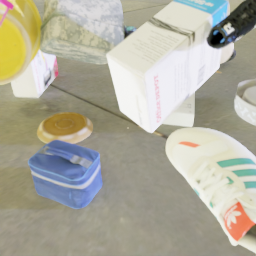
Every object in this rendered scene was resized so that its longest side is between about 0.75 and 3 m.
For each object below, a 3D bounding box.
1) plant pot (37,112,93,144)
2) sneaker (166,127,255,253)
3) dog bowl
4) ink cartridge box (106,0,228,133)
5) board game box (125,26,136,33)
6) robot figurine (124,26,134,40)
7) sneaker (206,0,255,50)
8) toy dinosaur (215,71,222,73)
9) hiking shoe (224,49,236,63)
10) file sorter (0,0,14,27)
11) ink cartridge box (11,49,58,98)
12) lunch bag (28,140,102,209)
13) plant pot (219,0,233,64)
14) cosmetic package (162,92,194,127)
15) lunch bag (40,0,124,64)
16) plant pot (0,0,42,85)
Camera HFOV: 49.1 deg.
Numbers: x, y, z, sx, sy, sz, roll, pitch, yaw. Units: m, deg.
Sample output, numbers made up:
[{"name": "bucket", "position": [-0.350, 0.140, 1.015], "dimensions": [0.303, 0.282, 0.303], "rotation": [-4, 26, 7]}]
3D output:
[{"name": "plant pot", "position": [-1.988, -0.058, 8.828], "dimensions": [1.727, 0.237, 1.727], "rotation": [-1, 34, 0]}, {"name": "sneaker", "position": [1.343, 0.809, 3.546], "dimensions": [2.379, 0.837, 1.112], "rotation": [41, 26, 23]}, {"name": "dog bowl", "position": [4.851, -0.816, 9.501], "dimensions": [2.522, 0.739, 2.522], "rotation": [0, 34, 0]}, {"name": "ink cartridge box", "position": [0.895, -1.417, 6.046], "dimensions": [2.533, 1.849, 1.068], "rotation": [-42, 60, -19]}, {"name": "board game box", "position": [-0.911, -5.820, 17.291], "dimensions": [1.910, 0.398, 2.823], "rotation": [14, 36, 20]}, {"name": "robot figurine", "position": [-0.899, -4.426, 14.125], "dimensions": [1.673, 2.014, 2.681], "rotation": [35, 32, -12]}, {"name": "sneaker", "position": [1.951, -1.819, 4.741], "dimensions": [0.836, 1.495, 0.546], "rotation": [-36, 86, -33]}, {"name": "toy dinosaur", "position": [1.951, -1.578, 8.085], "dimensions": [1.266, 0.672, 0.382], "rotation": [-25, -5, 17]}, {"name": "hiking shoe", "position": [3.813, -3.104, 12.954], "dimensions": [2.454, 0.929, 1.236], "rotation": [-8, 43, 4]}, {"name": "file sorter", "position": [-2.808, -2.097, 4.547], "dimensions": [1.346, 0.844, 0.935], "rotation": [33, 6, 18]}, {"name": "ink cartridge box", "position": [-3.695, -2.465, 11.074], "dimensions": [1.006, 1.734, 2.350], "rotation": [2, 35, 5]}, {"name": "lunch bag", "position": [-1.476, 0.954, 6.527], "dimensions": [1.652, 1.093, 1.122], "rotation": [14, 36, 18]}, {"name": "plant pot", "position": [2.356, -2.754, 8.437], "dimensions": [1.774, 1.624, 1.774], "rotation": [-17, 58, 28]}, {"name": "cosmetic package", "position": [1.487, -0.866, 9.776], "dimensions": [1.570, 0.538, 2.082], "rotation": [8, 34, 7]}, {"name": "lunch bag", "position": [-1.180, -2.806, 7.468], "dimensions": [2.148, 1.801, 1.496], "rotation": [3, -1, -32]}, {"name": "plant pot", "position": [-3.444, -2.350, 6.973], "dimensions": [2.695, 2.695, 2.535], "rotation": [-12, 35, -18]}]
